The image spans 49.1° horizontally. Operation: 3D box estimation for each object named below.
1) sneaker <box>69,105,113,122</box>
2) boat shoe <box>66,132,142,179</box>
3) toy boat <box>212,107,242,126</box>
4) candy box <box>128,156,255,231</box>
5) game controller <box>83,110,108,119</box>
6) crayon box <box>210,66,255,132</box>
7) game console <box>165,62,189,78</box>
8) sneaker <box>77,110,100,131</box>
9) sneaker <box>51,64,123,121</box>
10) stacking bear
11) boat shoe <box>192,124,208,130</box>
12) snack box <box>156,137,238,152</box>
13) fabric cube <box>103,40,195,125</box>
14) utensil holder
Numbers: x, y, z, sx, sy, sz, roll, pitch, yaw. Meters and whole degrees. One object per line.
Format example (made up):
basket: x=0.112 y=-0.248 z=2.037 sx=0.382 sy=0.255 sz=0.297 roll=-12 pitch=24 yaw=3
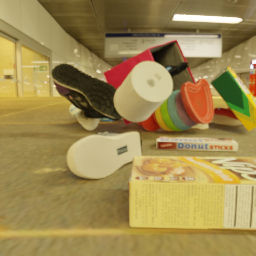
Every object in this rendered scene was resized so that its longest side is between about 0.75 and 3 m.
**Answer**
sneaker: x=-1.563 y=-0.868 z=14.180 sx=2.782 sy=1.054 sz=1.461 roll=-1 pitch=9 yaw=-11
boat shoe: x=-0.690 y=0.555 z=6.041 sx=1.077 sy=0.867 sz=2.323 roll=-6 pitch=-1 yaw=33
toy boat: x=4.716 y=-0.814 z=12.794 sx=2.010 sy=1.314 sz=1.312 roll=-5 pitch=10 yaw=-37
candy box: x=1.227 y=0.857 z=4.000 sx=2.383 sy=0.659 sz=1.376 roll=0 pitch=7 yaw=3
game controller: x=-0.638 y=-0.759 z=10.742 sx=2.122 sy=0.447 sz=1.107 roll=-2 pitch=49 yaw=-5
crayon box: x=4.350 y=-1.271 z=11.069 sx=0.777 sy=2.299 sz=2.665 roll=-39 pitch=-1 yaw=27
game console: x=1.500 y=-2.081 z=10.440 sx=1.125 sy=0.230 sz=1.907 roll=-31 pitch=14 yaw=0
sneaker: x=-1.510 y=-0.505 z=11.766 sx=0.965 sy=1.231 sz=2.477 roll=-28 pitch=33 yaw=4
sneaker: x=-1.322 y=-1.050 z=9.685 sx=2.864 sy=1.254 sz=1.085 roll=34 pitch=61 yaw=12
stacking bear: x=1.539 y=-0.594 z=10.231 sx=2.718 sy=1.546 sz=1.650 roll=-16 pitch=4 yaw=44
boat shoe: x=2.870 y=-0.173 z=11.787 sx=1.110 sy=0.385 sz=0.393 roll=8 pitch=12 yaw=42
snack box: x=1.914 y=0.454 z=8.023 sx=2.175 sy=0.264 sz=0.782 roll=1 pitch=9 yaw=8
fabric cube: x=1.058 y=-2.009 z=12.509 sx=2.659 sy=2.617 sz=2.667 roll=-19 pitch=9 yaw=41
utensil holder: x=0.377 y=-0.945 z=7.607 sx=1.224 sy=1.224 sz=1.440 roll=-3 pitch=-16 yaw=-19
